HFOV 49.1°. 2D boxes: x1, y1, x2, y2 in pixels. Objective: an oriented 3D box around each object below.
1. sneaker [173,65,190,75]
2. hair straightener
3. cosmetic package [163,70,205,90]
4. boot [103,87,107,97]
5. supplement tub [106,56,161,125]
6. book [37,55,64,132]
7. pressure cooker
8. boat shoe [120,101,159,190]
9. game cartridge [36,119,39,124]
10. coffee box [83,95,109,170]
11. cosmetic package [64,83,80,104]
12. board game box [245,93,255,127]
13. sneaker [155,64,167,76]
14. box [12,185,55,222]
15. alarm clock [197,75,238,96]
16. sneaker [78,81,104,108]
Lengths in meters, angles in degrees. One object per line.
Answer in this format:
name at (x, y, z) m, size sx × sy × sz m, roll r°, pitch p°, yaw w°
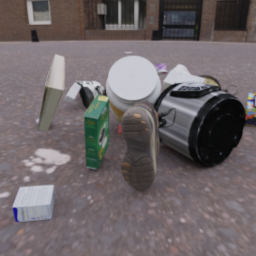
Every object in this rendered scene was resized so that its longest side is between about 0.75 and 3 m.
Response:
sneaker at (2.391, -1.893, 11.476) m, size 0.788 × 0.592 × 1.582 m, roll -37°, pitch 67°, yaw -24°
hair straightener at (0.549, -0.098, 7.189) m, size 1.672 × 0.643 × 0.342 m, roll -25°, pitch 48°, yaw 31°
cosmetic package at (2.004, -1.520, 10.033) m, size 1.319 × 0.535 × 0.745 m, roll 18°, pitch 56°, yaw 25°
boot at (-0.716, -1.795, 12.373) m, size 0.407 × 1.089 × 0.528 m, roll 37°, pitch -11°, yaw 4°
supplement tub at (0.190, -1.171, 9.846) m, size 1.828 × 1.828 × 2.532 m, roll 1°, pitch -18°, yaw 3°
book at (-2.376, -1.027, 8.658) m, size 0.495 × 2.060 × 1.376 m, roll 12°, pitch 50°, yaw -19°
pressure cooker at (1.913, -0.239, 8.571) m, size 2.199 × 2.233 × 2.500 m, roll 38°, pitch -4°, yaw -37°
boat shoe at (0.381, 0.451, 6.385) m, size 0.878 × 2.356 × 0.864 m, roll 18°, pitch 40°, yaw 20°
game cartridge at (-3.239, -0.291, 10.844) m, size 0.566 × 0.174 × 0.850 m, roll -32°, pitch 29°, yaw -19°
coffee box at (-0.838, 0.123, 7.637) m, size 0.393 × 1.786 × 1.098 m, roll 11°, pitch 40°, yaw 9°
cosmetic package at (-2.514, -1.551, 12.622) m, size 0.354 × 0.492 × 0.873 m, roll 33°, pitch 49°, yaw -16°
board game box at (6.009, -0.689, 11.589) m, size 2.158 × 0.740 × 2.610 m, roll 11°, pitch 25°, yaw 22°
sneaker at (1.182, -2.376, 11.455) m, size 0.400 × 0.439 × 0.994 m, roll 8°, pitch -8°, yaw -44°
box at (-2.055, 1.658, 6.187) m, size 0.776 × 0.407 × 0.714 m, roll -2°, pitch 23°, yaw -7°
alarm clock at (3.042, -1.270, 10.460) m, size 2.004 × 1.351 × 0.667 m, roll -6°, pitch -13°, yaw 22°
sneaker at (-1.730, -1.785, 13.819) m, size 1.267 × 1.061 × 2.863 m, roll -6°, pitch 25°, yaw -13°
